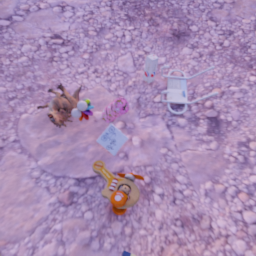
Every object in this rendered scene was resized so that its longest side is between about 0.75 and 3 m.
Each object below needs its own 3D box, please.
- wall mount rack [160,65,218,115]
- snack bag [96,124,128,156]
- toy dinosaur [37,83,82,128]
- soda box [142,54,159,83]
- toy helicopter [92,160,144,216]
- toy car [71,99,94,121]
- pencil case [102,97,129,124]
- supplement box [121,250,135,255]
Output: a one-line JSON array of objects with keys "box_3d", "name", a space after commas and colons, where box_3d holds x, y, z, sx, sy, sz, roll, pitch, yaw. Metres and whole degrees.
[{"box_3d": [2.580, -1.864, 12.264, 2.319, 0.995, 2.669, 4, 56, 2], "name": "wall mount rack"}, {"box_3d": [-0.600, 0.454, 10.957, 1.001, 0.107, 0.943, 38, 84, 16], "name": "snack bag"}, {"box_3d": [-2.609, -0.865, 11.606, 1.651, 1.046, 2.436, 42, 48, 14], "name": "toy dinosaur"}, {"box_3d": [0.997, -2.632, 12.502, 0.394, 1.238, 0.421, -27, 55, -30], "name": "soda box"}, {"box_3d": [-0.430, 1.840, 9.813, 1.446, 0.863, 2.187, -35, 58, -22], "name": "toy helicopter"}, {"box_3d": [-1.731, -0.670, 11.107, 0.717, 0.956, 0.837, 40, 18, -3], "name": "toy car"}, {"box_3d": [-0.473, -0.613, 10.084, 0.609, 1.470, 0.636, -42, 95, -27], "name": "pencil case"}, {"box_3d": [0.516, 4.432, 7.232, 2.044, 2.042, 1.372, 19, 57, 13], "name": "supplement box"}]
